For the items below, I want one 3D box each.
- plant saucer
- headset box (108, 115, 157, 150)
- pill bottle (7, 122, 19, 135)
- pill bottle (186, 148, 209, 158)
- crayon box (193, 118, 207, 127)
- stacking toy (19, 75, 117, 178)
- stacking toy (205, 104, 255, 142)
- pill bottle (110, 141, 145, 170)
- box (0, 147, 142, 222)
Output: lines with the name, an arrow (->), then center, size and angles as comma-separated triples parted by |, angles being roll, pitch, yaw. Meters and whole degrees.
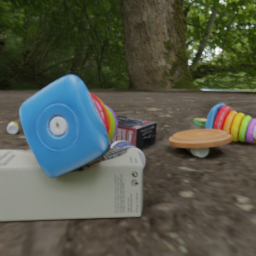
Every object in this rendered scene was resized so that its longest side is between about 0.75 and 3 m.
plant saucer -> 2.128, 0.284, 8.395 | 1.818, 0.293, 1.818 | -6, 7, 1
headset box -> -0.133, 0.148, 9.289 | 2.101, 0.812, 1.564 | 10, 14, 28
pill bottle -> -4.663, 0.003, 11.370 | 0.428, 0.428, 0.783 | -4, 11, -18
pill bottle -> 2.015, 0.556, 8.251 | 0.499, 0.499, 0.862 | -1, 12, -7
crayon box -> 3.497, -0.263, 13.209 | 0.531, 0.261, 0.894 | -3, 11, -14
stacking toy -> -0.664, -0.030, 5.040 | 1.239, 1.311, 2.258 | -27, -8, 16
stacking toy -> 3.911, 0.026, 9.433 | 2.296, 1.332, 1.260 | 16, 19, 34
pill bottle -> -0.081, 0.699, 7.019 | 0.680, 0.680, 1.225 | -3, 11, -17
box -> -1.167, 0.941, 4.949 | 2.769, 0.947, 1.138 | -1, 12, -5
